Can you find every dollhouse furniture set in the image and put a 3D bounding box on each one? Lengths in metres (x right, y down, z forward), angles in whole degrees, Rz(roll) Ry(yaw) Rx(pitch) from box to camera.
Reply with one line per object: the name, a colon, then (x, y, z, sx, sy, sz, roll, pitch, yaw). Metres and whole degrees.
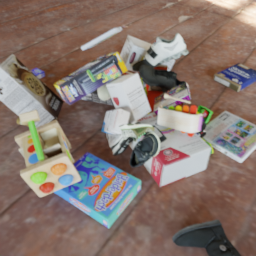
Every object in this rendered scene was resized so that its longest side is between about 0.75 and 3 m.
dollhouse furniture set: (1.170, -1.480, 12.480, 2.931, 1.510, 2.899, 7, 41, 8)

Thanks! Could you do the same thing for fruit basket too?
fruit basket: (2.965, -0.451, 11.682, 0.959, 0.959, 0.691, -27, 49, -28)

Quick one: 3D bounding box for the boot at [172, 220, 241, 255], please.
boot: (2.236, 3.484, 7.360, 1.561, 0.622, 1.894, -13, 46, -12)

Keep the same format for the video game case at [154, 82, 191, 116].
video game case: (1.680, -1.137, 10.838, 1.447, 0.259, 1.311, -26, 23, 19)

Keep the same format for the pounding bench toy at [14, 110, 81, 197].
pounding bench toy: (-2.488, 0.749, 8.222, 1.360, 2.189, 1.708, -22, 49, -6)

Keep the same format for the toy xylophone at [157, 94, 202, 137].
toy xylophone: (1.724, -0.459, 9.702, 1.769, 1.295, 0.444, 25, 29, 32)

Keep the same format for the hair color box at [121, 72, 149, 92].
hair color box: (-0.052, -2.211, 12.679, 1.022, 0.617, 2.014, 4, 19, -44)

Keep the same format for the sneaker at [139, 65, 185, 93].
sneaker: (1.494, -2.140, 11.931, 2.283, 1.036, 0.867, 22, 59, -28)

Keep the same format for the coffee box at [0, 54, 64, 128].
coffee box: (-3.944, -1.313, 10.850, 1.084, 2.715, 1.535, -36, 26, 18)

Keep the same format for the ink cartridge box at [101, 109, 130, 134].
ink cartridge box: (-0.440, -0.198, 9.563, 0.443, 0.755, 1.031, 20, -13, -30)

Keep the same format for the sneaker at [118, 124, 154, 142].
sneaker: (0.254, 0.155, 8.148, 1.183, 0.524, 0.455, 1, -4, -31)

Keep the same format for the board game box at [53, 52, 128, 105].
board game box: (-1.580, -1.914, 10.799, 2.400, 0.823, 2.904, -34, 18, -9)

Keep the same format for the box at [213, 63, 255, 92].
box: (5.990, -2.794, 14.934, 2.560, 0.415, 1.551, -26, 47, -29)

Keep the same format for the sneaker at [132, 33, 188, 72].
sneaker: (1.247, -3.374, 12.418, 2.590, 1.146, 0.960, -21, 27, 15)

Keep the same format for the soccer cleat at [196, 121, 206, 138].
soccer cleat: (2.583, 0.000, 10.265, 0.439, 1.286, 0.471, -39, 64, 1)

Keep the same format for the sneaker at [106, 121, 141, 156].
sneaker: (-0.317, 0.087, 10.010, 0.766, 2.031, 1.168, -20, 70, -37)

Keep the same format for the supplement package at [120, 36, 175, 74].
supplement package: (0.902, -3.456, 14.037, 2.237, 1.240, 1.742, 15, 29, -18)

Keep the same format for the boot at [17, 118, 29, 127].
boot: (-3.944, -0.313, 12.021, 1.244, 0.411, 1.089, 15, 43, 12)

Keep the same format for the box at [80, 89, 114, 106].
box: (-1.323, -1.919, 13.760, 2.163, 0.538, 1.705, 12, 42, 14)

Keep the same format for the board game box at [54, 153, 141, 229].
board game box: (-1.024, 1.929, 9.200, 2.337, 0.526, 1.777, 24, 45, 25)

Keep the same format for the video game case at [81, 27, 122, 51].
video game case: (-1.087, -3.754, 11.770, 1.624, 0.179, 1.478, -24, 16, 16)

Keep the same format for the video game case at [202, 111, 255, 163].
video game case: (4.231, 0.273, 11.385, 2.255, 0.267, 2.052, -31, 49, -33)

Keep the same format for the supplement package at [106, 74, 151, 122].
supplement package: (0.021, -1.064, 9.948, 0.876, 1.462, 0.887, -36, 24, -34)

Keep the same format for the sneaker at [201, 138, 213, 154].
sneaker: (2.816, 0.673, 10.860, 0.493, 0.437, 1.179, -35, 47, -13)

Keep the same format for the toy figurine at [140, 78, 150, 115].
toy figurine: (0.196, -1.129, 11.275, 1.073, 0.945, 1.791, -19, 36, 17)

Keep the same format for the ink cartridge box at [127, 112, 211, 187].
ink cartridge box: (1.345, 0.587, 10.341, 1.976, 1.123, 2.712, -17, 42, -21)

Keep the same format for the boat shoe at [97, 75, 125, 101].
boat shoe: (-0.550, -1.690, 11.763, 0.814, 0.973, 2.723, -7, 4, -26)

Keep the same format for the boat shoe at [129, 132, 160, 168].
boat shoe: (0.448, 0.776, 9.008, 0.605, 1.824, 0.682, -27, 75, -29)

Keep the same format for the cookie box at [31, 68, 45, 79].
cookie box: (-5.016, -2.845, 15.057, 0.685, 0.301, 0.801, 26, 47, 28)
